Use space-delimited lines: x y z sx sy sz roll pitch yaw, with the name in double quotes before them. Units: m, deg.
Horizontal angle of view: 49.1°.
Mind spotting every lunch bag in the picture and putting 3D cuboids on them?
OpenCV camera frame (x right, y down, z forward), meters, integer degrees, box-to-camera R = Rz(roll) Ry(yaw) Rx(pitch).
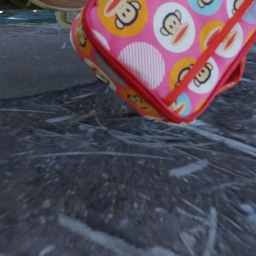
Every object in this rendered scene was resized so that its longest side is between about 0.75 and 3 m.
"lunch bag" 0.725 -1.292 3.648 2.454 2.162 1.005 -52 19 -12

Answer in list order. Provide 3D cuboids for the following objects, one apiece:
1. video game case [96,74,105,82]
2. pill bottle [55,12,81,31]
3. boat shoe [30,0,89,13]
"video game case" -0.725 -2.296 12.393 1.078 0.123 0.981 -14 31 -25
"pill bottle" -0.422 -2.800 6.871 2.375 1.319 1.319 18 30 4
"boat shoe" -1.665 -2.848 5.200 2.200 0.790 0.833 16 58 -9
